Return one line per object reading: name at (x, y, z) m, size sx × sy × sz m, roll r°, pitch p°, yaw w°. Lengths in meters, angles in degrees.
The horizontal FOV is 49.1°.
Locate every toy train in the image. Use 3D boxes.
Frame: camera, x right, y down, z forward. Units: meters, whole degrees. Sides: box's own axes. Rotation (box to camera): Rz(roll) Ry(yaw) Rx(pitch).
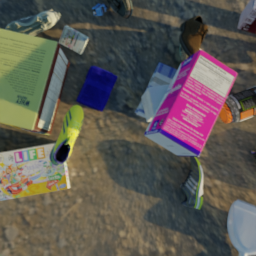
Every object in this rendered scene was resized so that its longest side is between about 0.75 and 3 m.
toy train at (-1.042, -4.429, 10.496) m, size 0.437 × 0.332 × 0.766 m, roll 5°, pitch 39°, yaw 20°

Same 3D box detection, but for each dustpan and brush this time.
dustpan and brush at (4.061, 3.963, 9.550) m, size 1.781 × 0.730 × 2.551 m, roll 20°, pitch 77°, yaw 10°

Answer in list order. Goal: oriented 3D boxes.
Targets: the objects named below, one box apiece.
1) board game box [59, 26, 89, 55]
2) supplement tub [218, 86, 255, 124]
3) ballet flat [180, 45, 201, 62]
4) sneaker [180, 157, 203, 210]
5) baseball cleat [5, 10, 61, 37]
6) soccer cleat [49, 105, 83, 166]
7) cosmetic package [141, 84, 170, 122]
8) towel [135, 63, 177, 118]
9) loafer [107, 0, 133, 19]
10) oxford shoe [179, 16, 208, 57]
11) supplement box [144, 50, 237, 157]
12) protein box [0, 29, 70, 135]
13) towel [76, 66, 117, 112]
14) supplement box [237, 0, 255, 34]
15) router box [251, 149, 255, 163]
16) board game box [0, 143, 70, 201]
board game box at (-2.003, -3.229, 10.304) m, size 0.915 × 0.294 × 0.675 m, roll 28°, pitch 118°, yaw -6°
supplement tub at (4.056, -0.793, 9.879) m, size 1.628 × 0.998 × 0.998 m, roll -20°, pitch 84°, yaw -2°
ballet flat at (2.338, -2.245, 10.009) m, size 0.818 × 0.908 × 2.410 m, roll 7°, pitch 77°, yaw -21°
sneaker at (2.198, 1.896, 9.738) m, size 0.748 × 0.683 × 1.848 m, roll 0°, pitch 82°, yaw 5°
baseball cleat at (-3.469, -3.777, 10.397) m, size 2.191 × 1.166 × 0.764 m, roll -5°, pitch 118°, yaw 21°
soccer cleat at (-1.908, 0.261, 9.116) m, size 0.678 × 0.878 × 2.098 m, roll 26°, pitch 81°, yaw -26°
cosmetic package at (1.101, -0.830, 9.570) m, size 0.964 × 1.152 × 0.958 m, roll -9°, pitch 81°, yaw -11°
towel at (1.408, -1.170, 10.298) m, size 1.622 × 0.263 × 2.208 m, roll 25°, pitch 84°, yaw 2°
loafer at (-0.659, -5.021, 10.361) m, size 0.739 × 0.844 × 2.350 m, roll -18°, pitch 76°, yaw -37°
oxford shoe at (2.238, -3.111, 9.415) m, size 0.757 × 0.879 × 2.083 m, roll 31°, pitch 48°, yaw -32°
supplement box at (1.829, -0.668, 8.340) m, size 1.417 × 1.387 × 2.742 m, roll 31°, pitch 79°, yaw -9°
protein box at (-3.858, -1.496, 9.470) m, size 2.854 × 1.940 × 2.875 m, roll 13°, pitch 83°, yaw 2°
towel at (-1.158, -1.450, 10.251) m, size 1.109 × 0.372 × 1.502 m, roll 21°, pitch 84°, yaw 6°
supplement box at (5.415, -3.861, 10.067) m, size 2.437 × 1.326 × 0.742 m, roll 17°, pitch 79°, yaw 3°
router box at (5.176, 1.064, 9.989) m, size 1.237 × 0.323 × 0.973 m, roll -21°, pitch 84°, yaw -2°
board game box at (-3.410, 1.530, 9.883) m, size 2.449 × 0.419 × 1.646 m, roll -10°, pitch 83°, yaw -1°
